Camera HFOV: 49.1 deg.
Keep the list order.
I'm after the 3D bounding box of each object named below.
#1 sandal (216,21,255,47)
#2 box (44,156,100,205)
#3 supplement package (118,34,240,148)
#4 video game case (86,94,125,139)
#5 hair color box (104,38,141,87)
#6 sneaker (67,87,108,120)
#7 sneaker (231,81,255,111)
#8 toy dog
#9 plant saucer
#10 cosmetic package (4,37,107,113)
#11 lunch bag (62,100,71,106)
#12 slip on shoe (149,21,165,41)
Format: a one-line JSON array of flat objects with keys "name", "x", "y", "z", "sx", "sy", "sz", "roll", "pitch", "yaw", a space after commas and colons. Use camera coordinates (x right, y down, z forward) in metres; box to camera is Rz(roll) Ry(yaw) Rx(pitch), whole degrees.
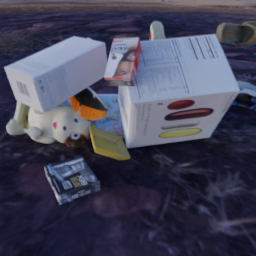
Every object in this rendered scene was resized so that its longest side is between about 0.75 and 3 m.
[{"name": "sandal", "x": 4.340, "y": -3.542, "z": 10.498, "sx": 2.355, "sy": 0.946, "sz": 0.636, "roll": -8, "pitch": 17, "yaw": -27}, {"name": "box", "x": -1.539, "y": 1.367, "z": 7.593, "sx": 1.111, "sy": 0.351, "sz": 1.409, "roll": -14, "pitch": 31, "yaw": -25}, {"name": "supplement package", "x": 1.230, "y": -0.993, "z": 8.508, "sx": 2.844, "sy": 2.719, "sz": 2.091, "roll": -7, "pitch": 62, "yaw": -6}, {"name": "video game case", "x": -0.355, "y": -0.463, "z": 10.301, "sx": 2.882, "sy": 0.251, "sz": 2.061, "roll": -1, "pitch": 50, "yaw": 0}, {"name": "hair color box", "x": -0.115, "y": -1.663, "z": 7.047, "sx": 0.703, "sy": 0.405, "sz": 1.267, "roll": 2, "pitch": 64, "yaw": 15}, {"name": "sneaker", "x": -1.333, "y": -0.983, "z": 8.566, "sx": 2.333, "sy": 0.883, "sz": 1.073, "roll": 33, "pitch": 24, "yaw": 30}, {"name": "sneaker", "x": 5.593, "y": -1.183, "z": 11.765, "sx": 2.910, "sy": 1.121, "sz": 1.240, "roll": 5, "pitch": 38, "yaw": 24}, {"name": "toy dog", "x": -2.426, "y": -0.173, "z": 9.396, "sx": 2.513, "sy": 1.754, "sz": 2.437, "roll": 18, "pitch": -3, "yaw": 32}, {"name": "plant saucer", "x": -0.648, "y": 0.534, "z": 8.739, "sx": 1.241, "sy": 0.301, "sz": 1.241, "roll": 21, "pitch": 23, "yaw": -26}, {"name": "cosmetic package", "x": -1.821, "y": -1.553, "z": 7.606, "sx": 1.312, "sy": 1.034, "sz": 2.439, "roll": 23, "pitch": 45, "yaw": 34}, {"name": "lunch bag", "x": -2.647, "y": -1.597, "z": 11.030, "sx": 0.643, "sy": 1.559, "sz": 1.253, "roll": -12, "pitch": 26, "yaw": 33}, {"name": "slip on shoe", "x": 1.169, "y": -3.401, "z": 11.317, "sx": 0.701, "sy": 0.579, "sz": 1.894, "roll": 1, "pitch": 66, "yaw": -5}]
